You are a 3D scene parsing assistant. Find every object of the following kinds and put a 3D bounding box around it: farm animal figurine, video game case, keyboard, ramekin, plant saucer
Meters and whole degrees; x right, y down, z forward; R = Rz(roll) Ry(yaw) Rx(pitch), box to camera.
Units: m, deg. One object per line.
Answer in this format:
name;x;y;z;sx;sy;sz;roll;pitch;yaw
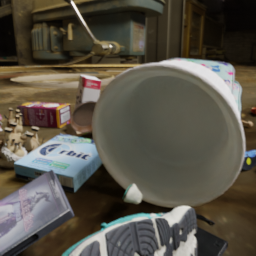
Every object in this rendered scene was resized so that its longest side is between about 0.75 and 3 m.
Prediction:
farm animal figurine;-3.370;0.346;8.031;2.006;1.057;2.028;19;23;11
video game case;-1.854;1.471;4.173;1.968;0.187;1.406;-33;26;-13
keyboard;1.038;1.707;4.672;1.263;0.130;0.803;16;41;43
ramekin;0.825;0.024;5.549;2.812;2.812;1.371;7;25;22
plant saucer;-1.090;-0.302;7.289;0.921;0.921;0.169;-9;37;-29

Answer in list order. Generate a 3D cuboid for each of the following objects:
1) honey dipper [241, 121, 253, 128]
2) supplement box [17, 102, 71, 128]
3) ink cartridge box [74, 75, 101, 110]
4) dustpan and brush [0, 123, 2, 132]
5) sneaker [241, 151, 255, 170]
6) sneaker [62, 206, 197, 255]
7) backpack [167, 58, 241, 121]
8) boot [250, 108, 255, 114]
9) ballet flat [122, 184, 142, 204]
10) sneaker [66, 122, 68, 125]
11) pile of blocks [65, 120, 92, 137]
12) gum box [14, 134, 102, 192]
honey dipper;4.267;-0.378;11.634;0.384;0.384;2.021;-9;23;-27
supplement box;-3.365;-0.543;11.294;1.837;0.787;1.013;4;17;14
ink cartridge box;-1.755;-1.301;11.998;0.719;1.725;1.253;6;14;-23
dustpan and brush;-4.715;0.080;9.570;1.194;0.489;1.710;-34;14;-1
sneaker;3.121;0.858;7.439;1.108;0.365;0.434;-14;8;-38
sneaker;0.033;1.547;3.295;1.114;1.084;2.797;-8;-13;25
backpack;1.399;-0.476;7.439;2.996;2.256;2.660;6;42;18
boot;5.901;-0.761;12.905;0.522;0.365;0.973;6;9;32
ballet flat;0.101;1.219;5.017;0.348;0.348;1.002;0;-15;-1
sneaker;-1.576;-0.212;10.443;1.469;0.649;0.591;1;18;3
pile of blocks;-1.058;-0.413;9.734;2.600;0.808;1.067;-22;-4;-21
gum box;-1.555;0.781;7.018;1.597;0.419;1.879;9;23;20
